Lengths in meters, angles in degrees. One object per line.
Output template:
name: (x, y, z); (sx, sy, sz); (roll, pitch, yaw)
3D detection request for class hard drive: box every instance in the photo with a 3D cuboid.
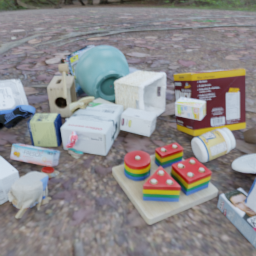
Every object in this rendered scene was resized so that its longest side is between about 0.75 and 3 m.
hard drive: (-5.501, -1.014, 11.203); (2.699, 0.511, 1.886); (-10, 61, -29)

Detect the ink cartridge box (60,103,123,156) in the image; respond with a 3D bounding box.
ink cartridge box: (-1.287, -0.047, 10.670); (1.705, 0.966, 2.327); (7, 30, 13)

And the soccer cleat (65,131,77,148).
soccer cleat: (-1.918, 0.428, 9.489); (0.290, 0.868, 0.332); (3, 63, -26)

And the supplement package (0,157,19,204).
supplement package: (-3.996, 1.623, 7.906); (1.143, 0.814, 1.468); (25, 37, 37)

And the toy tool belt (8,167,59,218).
toy tool belt: (-2.572, 1.746, 7.691); (0.971, 0.956, 1.555); (12, 13, 12)

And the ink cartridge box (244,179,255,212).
ink cartridge box: (4.302, 1.832, 7.122); (2.297, 0.877, 1.567); (-2, 29, -41)

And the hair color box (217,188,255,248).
hair color box: (3.090, 2.275, 7.187); (0.747, 0.458, 1.509); (-11, 31, -20)

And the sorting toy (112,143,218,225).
sorting toy: (1.030, 1.377, 8.368); (2.344, 0.821, 2.359); (-15, 34, -23)

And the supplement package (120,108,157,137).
supplement package: (0.404, -0.241, 10.803); (1.193, 0.661, 0.929); (13, 23, 15)

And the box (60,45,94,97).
box: (-2.437, -3.092, 14.906); (0.539, 1.954, 2.861); (2, 28, 20)

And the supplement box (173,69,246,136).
supplement box: (3.105, -1.046, 10.772); (2.214, 2.245, 1.490); (-8, 11, -14)

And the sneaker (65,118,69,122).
sneaker: (-2.443, -0.177, 11.616); (0.467, 0.326, 0.808); (6, 24, 17)

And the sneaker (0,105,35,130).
sneaker: (-4.073, -0.345, 10.116); (1.761, 0.618, 0.686); (-10, 65, 30)

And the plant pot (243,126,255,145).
plant pot: (4.635, 0.271, 10.051); (0.885, 0.827, 0.827); (-10, 23, 28)

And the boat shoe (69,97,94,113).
boat shoe: (-1.697, -0.847, 10.425); (1.132, 0.376, 0.419); (-19, -10, 30)

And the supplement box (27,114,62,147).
supplement box: (-3.028, 0.080, 10.369); (1.054, 1.055, 0.708); (-1, 28, 2)

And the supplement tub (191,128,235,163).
supplement tub: (2.857, 0.566, 9.433); (1.217, 0.881, 0.881); (-21, 34, -9)

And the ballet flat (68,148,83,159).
ballet flat: (-1.811, 0.907, 9.715); (0.272, 0.268, 0.798); (-10, 18, -42)

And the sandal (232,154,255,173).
sandal: (4.659, 1.198, 8.754); (2.745, 0.675, 1.117); (-9, 13, -4)

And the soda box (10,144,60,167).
soda box: (-3.072, 0.895, 9.247); (1.507, 0.515, 0.479); (9, 0, 10)

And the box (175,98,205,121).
box: (2.026, -0.628, 9.119); (0.885, 0.498, 0.449); (15, 40, 33)

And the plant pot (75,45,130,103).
plant pot: (-1.005, -2.271, 13.125); (2.628, 2.628, 1.761); (-11, 41, -18)

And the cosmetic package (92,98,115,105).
cosmetic package: (-0.939, -0.754, 12.187); (1.334, 0.691, 0.488); (26, 42, 36)

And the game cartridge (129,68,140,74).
game cartridge: (-0.173, -3.075, 16.453); (2.515, 0.509, 1.677); (18, 38, 28)

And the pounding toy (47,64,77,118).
pounding toy: (-2.938, -1.622, 11.920); (1.045, 2.284, 2.006); (0, 30, 0)

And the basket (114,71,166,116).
basket: (0.560, -1.369, 12.088); (1.511, 1.862, 1.878); (19, 37, 33)
